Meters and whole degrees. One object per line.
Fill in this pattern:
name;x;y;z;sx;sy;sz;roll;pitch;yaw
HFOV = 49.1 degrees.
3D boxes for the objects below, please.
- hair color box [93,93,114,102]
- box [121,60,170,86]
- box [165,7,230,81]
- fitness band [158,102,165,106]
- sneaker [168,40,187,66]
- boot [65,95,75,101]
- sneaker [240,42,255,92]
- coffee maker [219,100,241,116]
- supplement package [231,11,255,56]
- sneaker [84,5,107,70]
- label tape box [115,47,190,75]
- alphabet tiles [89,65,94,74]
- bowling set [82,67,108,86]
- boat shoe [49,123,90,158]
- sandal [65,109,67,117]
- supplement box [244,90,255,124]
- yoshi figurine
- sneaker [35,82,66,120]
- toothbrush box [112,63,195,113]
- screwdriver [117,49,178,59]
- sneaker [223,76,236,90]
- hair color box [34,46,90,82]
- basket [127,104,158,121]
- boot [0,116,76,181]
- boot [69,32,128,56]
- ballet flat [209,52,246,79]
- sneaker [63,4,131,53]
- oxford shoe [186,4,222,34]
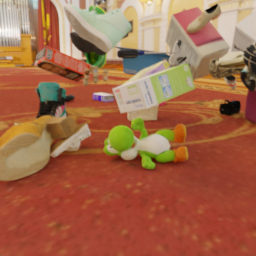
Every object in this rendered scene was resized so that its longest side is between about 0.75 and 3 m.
hair color box;-1.430;-1.751;16.048;0.641;0.380;1.173;-13;18;-40
box;0.568;-1.358;8.107;0.997;0.548;1.134;-42;18;-33
box;2.730;-3.416;11.402;1.308;2.401;1.535;-22;-23;-14
fitness band;1.157;-1.429;15.097;1.707;0.319;1.226;3;19;13
sneaker;1.686;-2.382;9.014;0.526;0.910;0.342;17;-7;32
boot;-3.446;-1.553;15.369;1.072;0.427;1.300;14;16;35
sneaker;3.496;-1.757;7.230;0.860;0.773;1.993;-36;-19;-2
coffee maker;4.725;-0.863;12.658;0.920;0.645;0.958;35;35;31
supplement package;4.457;-2.776;9.625;1.275;2.173;1.271;-36;63;-4
sneaker;-1.515;-4.148;13.222;1.107;2.988;1.248;10;29;14
label tape box;0.916;-2.260;10.341;1.963;0.862;2.723;15;12;28
alphabet tiles;-1.669;-2.479;11.771;0.767;0.057;0.785;19;-16;-24
bowling set;-1.009;-1.571;7.952;0.834;0.447;0.580;-8;-28;14
boat shoe;-1.602;0.442;8.019;0.535;0.524;1.511;-9;26;47
sandal;-3.150;-0.851;12.685;0.740;0.444;1.972;-10;18;-21
supplement box;6.217;-0.804;10.829;2.668;1.377;1.747;-1;16;-2
yoshi figurine;0.403;0.379;7.157;2.153;1.205;1.210;-2;22;5
sneaker;-2.931;-0.811;10.257;1.152;1.664;2.755;0;19;1
toothbrush box;0.556;-0.852;6.103;1.424;0.613;1.037;-25;11;-29
screwdriver;0.599;-2.187;8.042;1.933;0.281;0.270;-12;31;-18
sneaker;4.554;-2.154;12.666;0.444;0.590;1.261;-18;30;9
hair color box;-1.969;-1.884;8.454;1.467;0.449;0.745;17;-17;-38
basket;0.584;-0.776;11.784;1.311;0.809;0.889;-2;16;-2
boot;-2.924;0.495;7.461;2.059;1.012;2.875;-7;21;31
boot;-1.055;-3.290;10.182;2.053;0.716;1.351;28;59;31
ballet flat;3.533;-2.008;8.490;2.138;0.805;0.725;-6;54;22
sneaker;-0.742;-2.692;7.006;1.781;0.655;1.051;41;72;17
oxford shoe;2.736;-4.048;10.300;1.413;0.500;0.521;-36;-29;10
